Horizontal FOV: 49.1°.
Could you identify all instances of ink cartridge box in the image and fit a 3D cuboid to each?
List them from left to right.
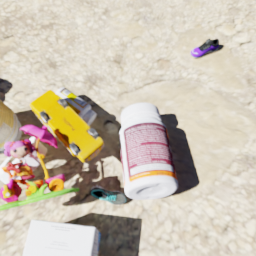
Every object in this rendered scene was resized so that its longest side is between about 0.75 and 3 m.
[{"bbox_3d":[-1.651,3.564,6.830,1.591,1.619,2.199,6,64,2],"label":"ink cartridge box"}]

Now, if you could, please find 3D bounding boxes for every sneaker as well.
[{"bbox_3d":[-0.613,2.017,8.192,1.121,0.511,0.435,12,87,9],"label":"sneaker"},{"bbox_3d":[2.971,-3.143,10.791,1.242,0.618,0.432,-23,66,-12],"label":"sneaker"}]

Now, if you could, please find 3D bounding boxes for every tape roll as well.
[{"bbox_3d":[-3.044,0.968,8.031,0.524,1.499,1.499,49,67,-21],"label":"tape roll"}]

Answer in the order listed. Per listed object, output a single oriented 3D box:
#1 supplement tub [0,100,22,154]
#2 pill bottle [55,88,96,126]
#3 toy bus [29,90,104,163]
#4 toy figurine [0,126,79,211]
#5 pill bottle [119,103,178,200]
[{"bbox_3d":[-4.271,-0.182,8.246,1.619,2.227,1.619,-2,69,5],"label":"supplement tub"},{"bbox_3d":[-1.803,-0.655,9.364,1.449,0.792,0.792,35,68,3],"label":"pill bottle"},{"bbox_3d":[-1.771,-0.023,8.066,0.806,0.970,2.477,-40,71,-21],"label":"toy bus"},{"bbox_3d":[-2.450,0.904,7.012,2.075,1.558,1.910,-11,79,-20],"label":"toy figurine"},{"bbox_3d":[0.518,0.660,8.327,1.493,1.493,2.615,-5,59,-3],"label":"pill bottle"}]
